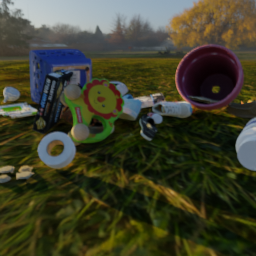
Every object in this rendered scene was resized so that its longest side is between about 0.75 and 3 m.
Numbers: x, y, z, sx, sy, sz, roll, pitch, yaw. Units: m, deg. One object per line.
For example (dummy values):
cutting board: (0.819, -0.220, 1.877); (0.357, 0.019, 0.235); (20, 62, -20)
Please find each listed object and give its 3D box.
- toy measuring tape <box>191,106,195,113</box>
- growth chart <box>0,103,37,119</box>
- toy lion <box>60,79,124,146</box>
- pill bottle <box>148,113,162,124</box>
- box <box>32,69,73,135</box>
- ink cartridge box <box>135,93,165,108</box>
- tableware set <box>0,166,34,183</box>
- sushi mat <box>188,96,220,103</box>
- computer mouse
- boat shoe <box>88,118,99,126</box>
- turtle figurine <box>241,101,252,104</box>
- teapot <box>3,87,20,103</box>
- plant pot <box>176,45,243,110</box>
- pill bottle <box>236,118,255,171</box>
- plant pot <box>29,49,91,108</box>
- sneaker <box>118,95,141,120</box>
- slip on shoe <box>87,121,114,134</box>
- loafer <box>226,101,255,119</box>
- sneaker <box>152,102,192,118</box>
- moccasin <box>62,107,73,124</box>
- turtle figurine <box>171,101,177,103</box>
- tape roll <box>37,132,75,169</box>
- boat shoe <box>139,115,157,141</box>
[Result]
toy measuring tape: (2.837, -1.065, 13.306); (0.603, 0.603, 1.640); (0, 21, 0)
growth chart: (-5.182, -0.810, 13.184); (1.828, 0.224, 2.526); (-16, 23, -38)
toy lion: (-1.088, -0.627, 9.550); (2.150, 2.243, 0.770); (-4, -18, -29)
pill bottle: (1.063, -0.384, 11.329); (0.412, 0.412, 0.753); (-6, 9, -18)
box: (-2.822, -1.047, 10.616); (0.507, 2.204, 1.752); (20, 19, 0)
ink cartridge box: (1.010, -1.411, 14.321); (1.597, 0.350, 1.612); (-11, 17, 2)
tableware set: (-2.898, 1.168, 7.171); (0.977, 0.113, 0.816); (-3, 17, -9)
sushi mat: (3.508, -1.271, 12.678); (1.023, 0.129, 2.139); (17, 13, 28)
computer mouse: (-1.151, -1.577, 12.453); (2.430, 0.533, 1.333); (0, -27, 33)
boat shoe: (-1.518, -0.332, 10.489); (0.599, 0.599, 1.702); (53, 13, 19)
turtle figurine: (6.441, -1.204, 13.957); (1.178, 0.470, 1.461); (-4, 18, -12)
teapot: (-6.528, -1.793, 15.572); (0.909, 0.664, 0.897); (6, 38, -47)
plant pot: (3.871, -2.020, 12.819); (2.782, 2.782, 2.490); (10, -4, 29)
pill bottle: (3.658, 0.432, 7.795); (1.118, 1.118, 2.012); (10, 21, 29)
plant pot: (-3.345, -2.493, 14.439); (2.781, 2.781, 2.501); (-10, 26, -32)
sneaker: (-0.187, -0.949, 11.883); (0.856, 0.949, 2.317); (41, -13, -37)
slip on shoe: (-1.022, -0.014, 10.188); (0.636, 0.507, 1.673); (9, 20, 27)
loafer: (5.509, -0.849, 12.242); (0.944, 0.837, 2.483); (-16, 24, -40)
sneaker: (1.934, -0.783, 12.309); (0.776, 0.735, 1.921); (-12, 12, -40)
moccasin: (-2.452, -0.718, 12.036); (0.722, 0.684, 1.871); (27, 24, -10)
turtle figurine: (1.889, -1.060, 13.788); (0.810, 0.323, 1.004); (-14, 1, -31)
tape roll: (-1.937, 0.606, 7.611); (0.956, 0.956, 0.335); (1, -25, 4)
boat shoe: (0.774, -0.125, 10.092); (0.588, 0.553, 1.637); (27, 21, -11)
